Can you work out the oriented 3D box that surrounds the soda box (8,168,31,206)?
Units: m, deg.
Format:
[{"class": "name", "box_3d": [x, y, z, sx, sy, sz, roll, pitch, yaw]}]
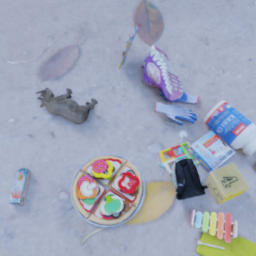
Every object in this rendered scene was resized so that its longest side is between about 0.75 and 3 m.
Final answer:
[{"class": "soda box", "box_3d": [-3.932, 2.152, 10.209, 0.417, 0.448, 1.311, 2, 61, 1]}]

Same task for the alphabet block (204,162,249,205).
[{"class": "alphabet block", "box_3d": [3.476, 1.992, 9.995, 1.009, 1.004, 1.027, -21, 64, -9]}]

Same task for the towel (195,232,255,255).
[{"class": "towel", "box_3d": [3.746, 4.239, 9.195, 2.857, 0.258, 1.229, 24, 58, 14]}]

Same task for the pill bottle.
[{"class": "pill bottle", "box_3d": [4.168, 0.044, 10.933, 1.220, 1.220, 2.175, -38, 67, -19]}]

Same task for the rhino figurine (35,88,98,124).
[{"class": "rhino figurine", "box_3d": [-2.754, -1.029, 11.783, 2.813, 0.841, 1.230, 22, 63, 14]}]

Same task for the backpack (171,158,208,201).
[{"class": "backpack", "box_3d": [2.061, 1.813, 10.094, 1.179, 0.894, 1.413, -11, 76, -10]}]

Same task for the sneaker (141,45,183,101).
[{"class": "sneaker", "box_3d": [1.331, -2.141, 11.988, 1.283, 1.167, 2.902, -39, 50, 28]}]

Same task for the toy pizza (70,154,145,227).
[{"class": "toy pizza", "box_3d": [-0.744, 2.165, 10.207, 2.746, 0.435, 2.746, 0, 61, 0]}]

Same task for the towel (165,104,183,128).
[{"class": "towel", "box_3d": [2.001, -0.528, 11.745, 0.753, 0.389, 0.910, 17, 62, 9]}]

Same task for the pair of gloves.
[{"class": "pair of gloves", "box_3d": [2.064, -1.013, 11.755, 1.839, 0.261, 2.288, 16, 46, 4]}]

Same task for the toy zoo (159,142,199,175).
[{"class": "toy zoo", "box_3d": [1.881, 1.198, 10.914, 1.489, 0.152, 0.977, -18, 62, -10]}]

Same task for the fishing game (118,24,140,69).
[{"class": "fishing game", "box_3d": [-0.049, -3.631, 12.480, 0.409, 1.884, 2.631, 24, 39, -6]}]

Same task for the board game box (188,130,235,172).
[{"class": "board game box", "box_3d": [3.221, 0.917, 10.853, 1.293, 0.361, 1.266, -31, 66, -24]}]

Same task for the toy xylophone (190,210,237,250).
[{"class": "toy xylophone", "box_3d": [2.845, 3.379, 9.361, 1.566, 0.393, 1.147, 6, 57, 3]}]
